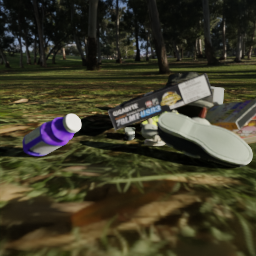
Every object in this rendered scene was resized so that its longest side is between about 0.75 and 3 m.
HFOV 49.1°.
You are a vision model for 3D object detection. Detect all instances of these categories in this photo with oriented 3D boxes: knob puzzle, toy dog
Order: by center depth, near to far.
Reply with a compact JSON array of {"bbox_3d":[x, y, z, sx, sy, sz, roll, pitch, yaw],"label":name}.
[{"bbox_3d":[1.302,-0.095,7.167,1.917,0.923,1.264,1,9,2],"label":"toy dog"},{"bbox_3d":[3.403,-0.284,7.568,2.632,0.365,2.632,-18,20,7],"label":"knob puzzle"}]

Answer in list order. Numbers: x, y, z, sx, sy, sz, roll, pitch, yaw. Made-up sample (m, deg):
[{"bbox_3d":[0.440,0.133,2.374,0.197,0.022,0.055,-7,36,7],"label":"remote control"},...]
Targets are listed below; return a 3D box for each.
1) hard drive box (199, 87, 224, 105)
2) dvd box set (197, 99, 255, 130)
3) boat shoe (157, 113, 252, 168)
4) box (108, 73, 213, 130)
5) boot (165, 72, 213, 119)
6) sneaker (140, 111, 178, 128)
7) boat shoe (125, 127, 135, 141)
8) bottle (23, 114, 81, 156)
[{"bbox_3d":[2.949,-0.873,10.181,0.458,1.193,0.930,-5,14,-22],"label":"hard drive box"},{"bbox_3d":[2.649,-0.321,7.699,1.255,0.252,1.716,-35,14,-27],"label":"dvd box set"},{"bbox_3d":[1.521,0.308,5.819,2.005,0.605,0.758,30,55,28],"label":"boat shoe"},{"bbox_3d":[0.965,-0.842,8.480,2.717,0.680,2.737,-18,6,11],"label":"box"},{"bbox_3d":[2.235,-1.360,10.489,2.897,1.892,0.981,14,-24,50],"label":"boot"},{"bbox_3d":[0.982,-0.231,8.754,1.418,0.542,0.535,-10,17,-32],"label":"sneaker"},{"bbox_3d":[0.040,0.148,7.698,0.304,0.242,0.803,4,12,8],"label":"boat shoe"},{"bbox_3d":[-1.536,0.150,5.668,1.497,0.489,0.625,-27,-25,39],"label":"bottle"}]
